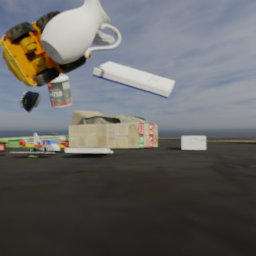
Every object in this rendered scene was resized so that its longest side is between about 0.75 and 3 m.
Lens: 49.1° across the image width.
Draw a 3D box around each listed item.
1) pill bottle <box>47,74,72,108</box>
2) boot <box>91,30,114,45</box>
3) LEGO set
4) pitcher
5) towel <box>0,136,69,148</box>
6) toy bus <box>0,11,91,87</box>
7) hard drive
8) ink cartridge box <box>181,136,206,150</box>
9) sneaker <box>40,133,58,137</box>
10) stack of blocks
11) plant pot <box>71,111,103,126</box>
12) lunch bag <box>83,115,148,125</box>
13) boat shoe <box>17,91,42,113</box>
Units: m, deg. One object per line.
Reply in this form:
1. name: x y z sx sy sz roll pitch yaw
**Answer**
1. pill bottle: -3.786 -2.196 15.296 1.167 2.050 1.167 -6 18 2
2. boot: -1.084 -3.053 8.997 1.281 0.612 0.471 4 42 2
3. LEGO set: -1.387 0.297 5.338 2.085 0.512 1.558 0 -5 3
4. pitcher: -1.297 -2.611 8.042 1.736 2.024 1.227 45 -20 -13
5. towel: -3.572 0.514 9.645 1.906 0.392 2.555 -4 -1 34
6. toy bus: -3.242 -2.510 9.853 2.771 1.959 2.887 -9 25 45
7. hard drive: 0.294 -1.862 10.627 2.793 0.354 1.843 18 23 9
8. ink cartridge box: 1.759 0.402 7.570 0.627 0.362 0.865 0 -2 12
9. sneaker: -4.535 0.610 16.021 1.239 0.499 0.462 -8 11 18
10. stack of blocks: -0.460 0.252 8.803 2.446 0.716 1.408 -1 -2 27
11. plant pot: -2.148 0.014 16.540 1.844 1.846 1.634 1 8 -38
12. lunch bag: -0.442 0.069 11.221 2.121 1.247 1.740 -7 -6 40
13. boat shoe: -4.894 -1.316 13.798 0.782 0.946 2.528 27 -12 -24
